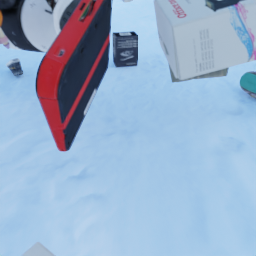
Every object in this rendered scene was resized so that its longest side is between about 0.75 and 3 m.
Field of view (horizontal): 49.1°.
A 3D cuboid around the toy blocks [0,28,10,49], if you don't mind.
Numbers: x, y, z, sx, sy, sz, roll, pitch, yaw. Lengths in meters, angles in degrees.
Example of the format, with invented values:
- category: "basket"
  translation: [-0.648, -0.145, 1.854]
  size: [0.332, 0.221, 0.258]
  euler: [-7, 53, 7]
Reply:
- category: "toy blocks"
  translation: [-3.115, -1.845, 6.242]
  size: [0.803, 0.676, 0.750]
  euler: [29, 60, 34]

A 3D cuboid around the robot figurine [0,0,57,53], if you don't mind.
- category: "robot figurine"
  translation: [-2.654, -2.942, 7.642]
  size: [2.611, 1.630, 1.962]
  euler: [15, 40, 32]

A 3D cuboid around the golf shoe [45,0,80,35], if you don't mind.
- category: "golf shoe"
  translation: [-1.222, -2.456, 5.273]
  size: [1.405, 1.156, 2.973]
  euler: [31, 23, -21]

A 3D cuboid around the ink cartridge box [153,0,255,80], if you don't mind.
- category: "ink cartridge box"
  translation: [1.406, -1.521, 3.864]
  size: [1.896, 0.785, 1.382]
  euler: [-15, 39, 4]

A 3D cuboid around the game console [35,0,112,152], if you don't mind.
- category: "game console"
  translation: [-0.644, -0.781, 3.824]
  size: [0.287, 1.637, 1.852]
  euler: [18, 59, 3]

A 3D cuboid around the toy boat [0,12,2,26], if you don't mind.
- category: "toy boat"
  translation: [-2.414, -1.661, 3.809]
  size: [1.305, 1.303, 1.997]
  euler: [17, 47, -12]

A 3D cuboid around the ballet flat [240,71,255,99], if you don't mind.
- category: "ballet flat"
  translation: [4.544, -1.014, 8.471]
  size: [0.922, 0.922, 2.562]
  euler: [-13, 36, -18]

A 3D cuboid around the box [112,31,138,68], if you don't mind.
- category: "box"
  translation: [-0.122, -3.161, 11.291]
  size: [0.934, 1.262, 0.658]
  euler: [-6, 35, -12]

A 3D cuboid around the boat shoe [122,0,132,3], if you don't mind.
- category: "boat shoe"
  translation: [0.382, -3.600, 6.840]
  size: [0.610, 1.696, 0.557]
  euler: [-34, 89, -41]

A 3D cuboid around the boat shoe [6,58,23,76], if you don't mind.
- category: "boat shoe"
  translation: [-4.343, -2.255, 10.723]
  size: [0.450, 0.577, 1.271]
  euler: [-19, 11, -26]

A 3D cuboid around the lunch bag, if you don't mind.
- category: "lunch bag"
  translation: [1.911, -1.951, 7.277]
  size: [1.390, 0.996, 1.695]
  euler: [-3, 29, 26]

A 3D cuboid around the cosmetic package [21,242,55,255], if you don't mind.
- category: "cosmetic package"
  translation: [-1.415, 2.554, 2.447]
  size: [1.106, 1.403, 2.607]
  euler: [22, 41, 30]
